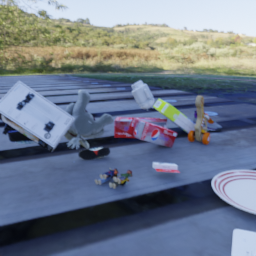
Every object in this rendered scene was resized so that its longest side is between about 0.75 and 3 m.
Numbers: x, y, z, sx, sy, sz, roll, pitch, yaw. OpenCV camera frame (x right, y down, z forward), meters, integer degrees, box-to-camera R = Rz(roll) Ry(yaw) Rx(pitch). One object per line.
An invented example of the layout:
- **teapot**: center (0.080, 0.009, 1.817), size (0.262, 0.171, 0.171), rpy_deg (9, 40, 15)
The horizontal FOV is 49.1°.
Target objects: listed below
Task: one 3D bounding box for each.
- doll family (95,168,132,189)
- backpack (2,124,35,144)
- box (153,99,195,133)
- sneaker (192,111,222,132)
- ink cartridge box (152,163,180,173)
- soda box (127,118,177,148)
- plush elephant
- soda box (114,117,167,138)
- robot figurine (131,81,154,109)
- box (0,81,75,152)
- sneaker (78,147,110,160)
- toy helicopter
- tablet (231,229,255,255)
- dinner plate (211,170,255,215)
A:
- **doll family**: center (-0.406, 1.519, 8.642), size (1.340, 0.526, 0.775), rpy_deg (9, 23, 38)
- **backpack**: center (-3.270, -0.187, 9.153), size (1.290, 1.036, 1.410), rpy_deg (-5, 53, -9)
- **box**: center (2.456, -0.404, 13.505), size (2.447, 0.583, 1.492), rpy_deg (35, 5, -20)
- **sneaker**: center (4.092, -0.367, 14.688), size (0.711, 0.837, 1.912), rpy_deg (-10, 18, -33)
- **ink cartridge box**: center (1.237, 1.290, 9.139), size (0.777, 0.174, 0.684), rpy_deg (5, 3, -8)
- **soda box**: center (1.012, 0.219, 11.348), size (0.780, 0.706, 2.228), rpy_deg (24, 5, 43)
- **plush elephant**: center (-1.777, -0.072, 10.115), size (1.633, 1.983, 1.535), rpy_deg (38, -22, -23)
- **soda box**: center (0.604, 0.005, 13.288), size (2.490, 0.872, 0.790), rpy_deg (2, 16, 7)
- **robot figurine**: center (0.508, -1.067, 9.443), size (0.573, 1.015, 0.861), rpy_deg (-30, 7, -17)
- **box**: center (-2.703, -0.321, 8.146), size (1.960, 1.143, 0.589), rpy_deg (34, -28, -7)
- **sneaker**: center (-1.294, 1.009, 10.809), size (1.216, 0.428, 0.569), rpy_deg (-9, -9, -5)
- **toy helicopter**: center (3.280, -0.444, 12.418), size (0.873, 2.213, 1.464), rpy_deg (10, 37, 33)
- **tablet**: center (2.649, 2.643, 5.317), size (1.306, 0.137, 2.007), rpy_deg (6, 17, 21)
- **dinner plate**: center (3.708, 1.841, 7.824), size (2.672, 0.324, 2.672), rpy_deg (-1, 16, 0)
